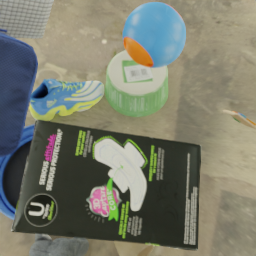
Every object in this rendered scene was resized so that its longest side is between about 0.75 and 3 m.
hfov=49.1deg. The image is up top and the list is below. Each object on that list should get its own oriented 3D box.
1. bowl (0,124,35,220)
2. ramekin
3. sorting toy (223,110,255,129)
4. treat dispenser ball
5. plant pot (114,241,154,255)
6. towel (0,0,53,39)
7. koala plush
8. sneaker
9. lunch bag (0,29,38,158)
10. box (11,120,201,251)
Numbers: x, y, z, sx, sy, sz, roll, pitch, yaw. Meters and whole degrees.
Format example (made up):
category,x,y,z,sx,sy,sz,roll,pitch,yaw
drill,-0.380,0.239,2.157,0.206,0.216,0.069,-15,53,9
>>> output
category,x,y,z,sx,sy,sz,roll,pitch,yaw
bowl,-2.385,1.226,7.860,2.876,0.565,2.876,0,62,0
ramekin,0.287,-1.522,9.021,2.134,1.042,2.134,0,62,0
sorting toy,2.209,-0.207,5.564,0.627,0.848,0.125,29,98,-7
treat dispenser ball,0.597,-2.117,6.460,1.443,1.443,1.443,0,62,0
plant pot,0.032,2.832,6.942,0.850,0.850,0.907,-36,56,-17
towel,-2.844,-2.939,6.591,1.933,1.601,0.827,-11,65,-38
koala plush,-1.807,3.027,6.688,1.299,1.193,1.152,7,61,17
sneaker,-1.882,-1.038,8.629,2.466,1.295,0.934,-27,65,-13
lunch bag,-3.300,-0.938,6.029,1.902,1.953,2.875,21,97,52
box,-0.367,1.145,5.233,2.795,2.076,1.737,10,72,-8
